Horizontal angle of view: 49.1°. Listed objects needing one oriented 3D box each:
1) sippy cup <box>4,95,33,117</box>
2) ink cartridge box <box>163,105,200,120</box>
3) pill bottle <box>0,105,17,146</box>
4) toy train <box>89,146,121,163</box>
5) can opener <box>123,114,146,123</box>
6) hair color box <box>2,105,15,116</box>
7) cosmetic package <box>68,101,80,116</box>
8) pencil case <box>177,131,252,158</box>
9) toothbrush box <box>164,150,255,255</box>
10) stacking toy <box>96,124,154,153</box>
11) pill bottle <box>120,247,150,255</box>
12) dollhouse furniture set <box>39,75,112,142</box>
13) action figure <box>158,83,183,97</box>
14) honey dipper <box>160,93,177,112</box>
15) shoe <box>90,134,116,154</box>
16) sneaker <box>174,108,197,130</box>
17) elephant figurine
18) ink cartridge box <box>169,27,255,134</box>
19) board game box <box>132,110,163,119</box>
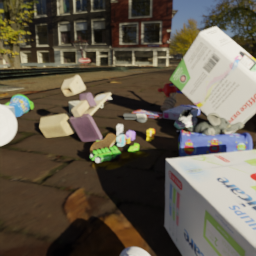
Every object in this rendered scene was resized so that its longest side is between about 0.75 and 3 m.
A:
[{"bbox_3d":[-4.831,-0.904,12.265,1.146,0.900,0.840,-36,23,14],"label":"sippy cup"},{"bbox_3d":[2.392,-0.663,12.152,1.047,0.368,1.755,11,21,36],"label":"ink cartridge box"},{"bbox_3d":[-4.120,-0.109,8.457,1.211,1.211,2.023,-9,6,-28],"label":"pill bottle"},{"bbox_3d":[-0.559,0.692,7.122,0.330,0.244,1.171,48,22,17],"label":"toy train"},{"bbox_3d":[0.261,-0.429,11.412,1.048,0.276,0.348,6,39,31],"label":"can opener"},{"bbox_3d":[-5.712,-0.563,11.267,2.108,0.639,1.043,9,18,25],"label":"hair color box"},{"bbox_3d":[-2.153,-0.812,12.336,0.641,0.541,1.240,-8,18,-24],"label":"cosmetic package"},{"bbox_3d":[2.243,0.465,7.454,1.901,0.742,0.826,2,2,8],"label":"pencil case"},{"bbox_3d":[2.250,1.213,3.789,2.980,1.283,2.169,-5,16,-13],"label":"toothbrush box"},{"bbox_3d":[-0.062,0.297,8.698,1.257,0.392,1.667,8,18,26],"label":"stacking toy"},{"bbox_3d":[-0.087,1.792,2.938,0.620,0.620,1.113,6,16,21],"label":"pill bottle"},{"bbox_3d":[-1.799,-0.792,8.975,2.433,1.928,1.727,-7,32,33],"label":"dollhouse furniture set"},{"bbox_3d":[2.172,-1.604,11.754,1.826,0.596,0.904,-1,5,11],"label":"action figure"},{"bbox_3d":[2.305,-1.942,12.972,0.541,2.846,0.541,25,-19,9],"label":"honey dipper"},{"bbox_3d":[-0.722,0.540,8.055,0.408,0.311,1.167,39,35,11],"label":"shoe"},{"bbox_3d":[2.264,-0.424,10.330,1.177,0.823,0.458,-19,48,-40],"label":"sneaker"},{"bbox_3d":[2.613,-0.024,8.363,1.198,0.930,0.848,-40,7,-18],"label":"elephant figurine"},{"bbox_3d":[3.090,-1.510,9.189,2.858,2.070,1.200,47,49,14],"label":"ink cartridge box"},{"bbox_3d":[0.931,-0.602,12.346,1.405,0.137,0.723,11,18,35],"label":"board game box"}]
